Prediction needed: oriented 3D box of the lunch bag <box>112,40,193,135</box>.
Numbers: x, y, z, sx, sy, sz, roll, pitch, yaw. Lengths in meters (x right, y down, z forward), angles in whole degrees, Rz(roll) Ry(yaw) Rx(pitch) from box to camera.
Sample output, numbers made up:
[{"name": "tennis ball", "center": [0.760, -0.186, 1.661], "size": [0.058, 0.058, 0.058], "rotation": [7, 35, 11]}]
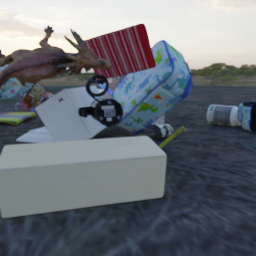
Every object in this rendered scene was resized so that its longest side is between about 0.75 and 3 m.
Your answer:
[{"name": "lunch bag", "center": [0.669, -1.297, 8.903], "size": [1.127, 2.734, 2.198], "rotation": [29, 34, -30]}]

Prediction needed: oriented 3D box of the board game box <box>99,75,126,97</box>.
[{"name": "board game box", "center": [-0.082, -2.158, 11.555], "size": [0.972, 2.007, 1.600], "rotation": [28, 8, -33]}]

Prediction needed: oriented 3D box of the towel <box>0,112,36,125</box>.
[{"name": "towel", "center": [-5.000, -0.419, 11.967], "size": [1.538, 0.244, 2.142], "rotation": [1, 12, 0]}]

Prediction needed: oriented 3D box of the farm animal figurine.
[{"name": "farm animal figurine", "center": [-3.278, -1.015, 9.835], "size": [0.604, 0.970, 1.201], "rotation": [34, -17, -19]}]

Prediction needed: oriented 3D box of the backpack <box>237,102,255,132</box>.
[{"name": "backpack", "center": [4.336, -0.401, 9.798], "size": [0.938, 1.025, 0.753], "rotation": [-3, 11, -26]}]

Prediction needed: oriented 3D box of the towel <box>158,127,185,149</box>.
[{"name": "towel", "center": [0.786, 0.402, 6.344], "size": [1.224, 0.110, 0.527], "rotation": [-35, -10, -30]}]

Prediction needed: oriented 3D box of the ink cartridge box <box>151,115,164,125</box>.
[{"name": "ink cartridge box", "center": [1.018, -0.441, 11.454], "size": [0.799, 0.459, 1.100], "rotation": [0, 11, 0]}]

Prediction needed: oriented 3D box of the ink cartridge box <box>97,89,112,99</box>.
[{"name": "ink cartridge box", "center": [-1.612, -1.371, 14.443], "size": [1.973, 1.139, 2.702], "rotation": [5, 13, 24]}]

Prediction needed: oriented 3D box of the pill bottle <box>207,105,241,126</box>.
[{"name": "pill bottle", "center": [3.812, -0.469, 10.815], "size": [1.343, 0.759, 0.759], "rotation": [9, 14, 39]}]

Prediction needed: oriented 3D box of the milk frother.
[{"name": "milk frother", "center": [-0.559, -0.569, 5.822], "size": [0.850, 0.942, 0.886], "rotation": [14, 3, -18]}]

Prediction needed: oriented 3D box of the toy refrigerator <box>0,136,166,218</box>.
[{"name": "toy refrigerator", "center": [-0.702, 0.737, 4.500], "size": [2.430, 0.850, 0.923], "rotation": [-4, 19, -16]}]

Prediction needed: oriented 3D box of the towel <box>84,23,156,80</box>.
[{"name": "towel", "center": [-0.213, -1.786, 6.747], "size": [1.602, 1.159, 0.180], "rotation": [-9, 39, 19]}]

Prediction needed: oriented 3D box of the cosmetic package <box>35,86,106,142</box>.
[{"name": "cosmetic package", "center": [-1.341, -0.360, 7.975], "size": [0.950, 1.352, 2.666], "rotation": [-29, 4, 13]}]

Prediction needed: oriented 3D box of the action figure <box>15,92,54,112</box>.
[{"name": "action figure", "center": [-4.919, -1.412, 14.850], "size": [2.172, 1.174, 2.245], "rotation": [-7, 10, 11]}]

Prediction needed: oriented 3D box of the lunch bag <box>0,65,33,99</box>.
[{"name": "lunch bag", "center": [-4.173, -1.636, 9.499], "size": [1.274, 0.912, 1.496], "rotation": [28, 51, 25]}]

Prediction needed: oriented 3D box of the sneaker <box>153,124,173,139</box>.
[{"name": "sneaker", "center": [1.079, 0.058, 8.501], "size": [0.519, 0.435, 1.173], "rotation": [-10, 2, 17]}]

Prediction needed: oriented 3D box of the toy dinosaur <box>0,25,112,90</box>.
[{"name": "toy dinosaur", "center": [-1.810, -1.383, 5.977], "size": [2.603, 1.117, 1.764], "rotation": [-32, 35, -26]}]

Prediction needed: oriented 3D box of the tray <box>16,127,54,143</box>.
[{"name": "tray", "center": [-2.122, 0.097, 8.881], "size": [1.448, 0.299, 2.696], "rotation": [2, 9, 14]}]
